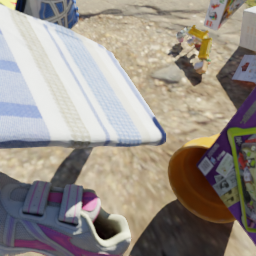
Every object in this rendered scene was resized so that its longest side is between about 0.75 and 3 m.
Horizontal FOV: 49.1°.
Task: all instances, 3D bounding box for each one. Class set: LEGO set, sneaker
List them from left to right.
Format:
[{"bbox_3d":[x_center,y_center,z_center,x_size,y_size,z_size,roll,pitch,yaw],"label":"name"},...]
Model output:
[{"bbox_3d":[-1.280,-2.340,4.782,0.978,2.539,0.961,4,55,-32],"label":"sneaker"},{"bbox_3d":[-0.780,0.906,2.996,0.889,2.016,0.820,-45,28,17],"label":"sneaker"},{"bbox_3d":[2.403,-2.563,9.194,0.953,0.771,2.071,-31,54,19],"label":"LEGO set"}]

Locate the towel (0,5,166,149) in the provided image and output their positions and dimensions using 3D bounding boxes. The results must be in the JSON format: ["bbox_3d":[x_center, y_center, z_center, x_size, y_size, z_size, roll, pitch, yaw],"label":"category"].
[{"bbox_3d":[-0.706,-0.558,3.283,2.725,0.324,2.001,2,50,-56],"label":"towel"}]

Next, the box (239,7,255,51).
[{"bbox_3d":[4.506,-3.092,8.925,0.846,1.212,1.591,-23,40,-19],"label":"box"}]

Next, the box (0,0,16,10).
[{"bbox_3d":[-2.867,-2.561,6.999,2.690,1.012,0.674,39,32,27],"label":"box"}]

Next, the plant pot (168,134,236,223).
[{"bbox_3d":[1.886,0.804,5.714,1.627,1.627,1.490,34,40,25],"label":"plant pot"}]

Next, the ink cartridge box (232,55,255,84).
[{"bbox_3d":[4.295,-1.625,8.519,1.824,0.457,1.467,13,49,32],"label":"ink cartridge box"}]

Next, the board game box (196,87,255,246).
[{"bbox_3d":[2.036,0.291,3.522,0.443,2.745,1.648,-8,52,-28],"label":"board game box"}]

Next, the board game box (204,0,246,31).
[{"bbox_3d":[1.999,-2.652,5.132,0.300,1.094,1.733,30,53,19],"label":"board game box"}]
